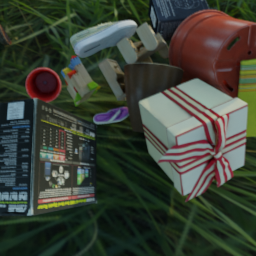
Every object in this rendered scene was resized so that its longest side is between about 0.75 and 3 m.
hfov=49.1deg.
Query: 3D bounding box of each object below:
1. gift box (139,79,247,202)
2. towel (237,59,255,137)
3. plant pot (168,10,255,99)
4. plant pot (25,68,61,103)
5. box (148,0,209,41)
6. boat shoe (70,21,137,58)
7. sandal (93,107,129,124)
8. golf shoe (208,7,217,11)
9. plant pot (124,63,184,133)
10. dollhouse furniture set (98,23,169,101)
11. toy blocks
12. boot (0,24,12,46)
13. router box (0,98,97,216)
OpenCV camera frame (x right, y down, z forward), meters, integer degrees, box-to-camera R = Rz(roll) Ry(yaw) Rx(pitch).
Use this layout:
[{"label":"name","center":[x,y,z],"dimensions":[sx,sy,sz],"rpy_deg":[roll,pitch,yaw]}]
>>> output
[{"label":"gift box","center":[1.476,0.323,6.793],"dimensions":[2.248,2.074,2.099],"rpy_deg":[-28,36,-11]},{"label":"towel","center":[3.187,-0.710,7.079],"dimensions":[0.892,2.072,0.187],"rpy_deg":[-2,27,4]},{"label":"plant pot","center":[2.719,-1.993,7.899],"dimensions":[2.510,2.510,2.441],"rpy_deg":[-11,23,-7]},{"label":"plant pot","center":[-2.007,-1.055,6.729],"dimensions":[0.808,0.808,0.715],"rpy_deg":[-12,18,-8]},{"label":"box","center":[1.668,-3.762,9.327],"dimensions":[1.752,0.938,1.301],"rpy_deg":[-9,65,-4]},{"label":"boat shoe","center":[-0.659,-2.563,7.622],"dimensions":[1.923,0.692,0.597],"rpy_deg":[-28,72,-19]},{"label":"sandal","center":[-0.494,-0.389,8.548],"dimensions":[1.171,0.288,0.477],"rpy_deg":[-19,58,-6]},{"label":"golf shoe","center":[2.764,-3.891,9.568],"dimensions":[0.346,0.420,0.889],"rpy_deg":[11,21,-7]},{"label":"plant pot","center":[0.643,-0.777,8.063],"dimensions":[1.711,1.711,1.830],"rpy_deg":[6,93,4]},{"label":"dollhouse furniture set","center":[0.324,-1.888,8.519],"dimensions":[2.015,1.851,1.311],"rpy_deg":[-30,87,20]},{"label":"toy blocks","center":[-1.537,-1.401,8.335],"dimensions":[0.824,1.649,1.127],"rpy_deg":[-32,92,-22]},{"label":"boot","center":[-5.215,-3.518,10.677],"dimensions":[1.057,0.814,2.180],"rpy_deg":[-33,51,-10]},{"label":"router box","center":[-1.557,0.706,6.025],"dimensions":[0.837,2.695,2.019],"rpy_deg":[-5,78,17]}]
